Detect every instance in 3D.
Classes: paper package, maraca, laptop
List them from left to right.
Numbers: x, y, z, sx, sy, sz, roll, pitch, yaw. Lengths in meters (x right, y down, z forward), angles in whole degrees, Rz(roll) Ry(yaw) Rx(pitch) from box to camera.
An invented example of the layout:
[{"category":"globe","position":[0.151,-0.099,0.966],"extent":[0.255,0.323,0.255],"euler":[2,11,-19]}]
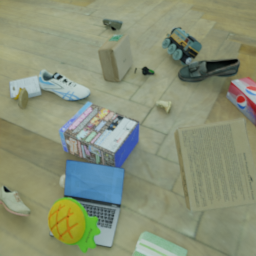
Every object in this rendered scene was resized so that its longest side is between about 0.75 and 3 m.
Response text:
[{"category":"maraca","position":[-1.545,2.712,7.886],"extent":[1.805,1.238,0.966],"euler":[21,5,29]},{"category":"laptop","position":[-1.220,2.233,8.460],"extent":[1.904,1.179,2.034],"euler":[7,46,8]},{"category":"paper package","position":[-0.584,-3.448,13.681],"extent":[0.940,1.732,1.817],"euler":[9,44,22]}]

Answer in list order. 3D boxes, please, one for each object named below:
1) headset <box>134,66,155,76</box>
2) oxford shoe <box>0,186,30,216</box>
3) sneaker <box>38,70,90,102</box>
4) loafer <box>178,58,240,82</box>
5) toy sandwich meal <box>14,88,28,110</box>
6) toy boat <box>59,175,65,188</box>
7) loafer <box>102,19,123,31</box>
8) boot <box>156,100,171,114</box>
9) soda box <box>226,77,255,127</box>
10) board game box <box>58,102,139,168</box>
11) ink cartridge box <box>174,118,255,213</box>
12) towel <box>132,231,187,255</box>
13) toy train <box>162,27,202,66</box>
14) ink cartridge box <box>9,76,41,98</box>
[{"category":"headset","position":[0.829,-2.807,14.091],"extent":[1.006,0.473,0.621],"euler":[15,28,-6]},{"category":"oxford shoe","position":[-3.553,2.274,8.696],"extent":[1.382,0.489,0.510],"euler":[24,89,17]},{"category":"sneaker","position":[-2.967,-1.949,12.795],"extent":[2.653,0.961,0.953],"euler":[19,47,16]},{"category":"loafer","position":[3.855,-2.908,13.435],"extent":[2.904,0.913,1.043],"euler":[-6,70,5]},{"category":"toy sandwich meal","position":[-4.625,-1.300,12.120],"extent":[0.350,1.023,1.023],"euler":[8,45,0]},{"category":"toy boat","position":[-1.936,1.663,9.467],"extent":[0.684,0.378,0.813],"euler":[18,75,-22]},{"category":"loafer","position":[-1.036,-6.409,17.431],"extent":[0.674,0.624,1.792],"euler":[-3,21,-38]},{"category":"boot","position":[1.515,-0.927,12.189],"extent":[0.661,0.310,0.851],"euler":[11,39,8]},{"category":"soda box","position":[5.444,-0.917,11.761],"extent":[1.015,0.920,2.900],"euler":[-15,47,-15]},{"category":"board game box","position":[-1.017,0.310,10.397],"extent":[2.324,1.126,1.853],"euler":[22,49,20]},{"category":"ink cartridge box","position":[2.555,1.092,8.265],"extent":[2.011,0.917,2.440],"euler":[-7,80,0]},{"category":"towel","position":[0.656,3.839,7.555],"extent":[1.382,0.212,1.812],"euler":[19,47,18]},{"category":"toy train","position":[2.769,-4.323,14.691],"extent":[1.050,1.404,2.463],"euler":[19,30,-40]},{"category":"ink cartridge box","position":[-4.839,-1.861,13.173],"extent":[1.334,0.289,1.310],"euler":[-16,47,-11]}]
